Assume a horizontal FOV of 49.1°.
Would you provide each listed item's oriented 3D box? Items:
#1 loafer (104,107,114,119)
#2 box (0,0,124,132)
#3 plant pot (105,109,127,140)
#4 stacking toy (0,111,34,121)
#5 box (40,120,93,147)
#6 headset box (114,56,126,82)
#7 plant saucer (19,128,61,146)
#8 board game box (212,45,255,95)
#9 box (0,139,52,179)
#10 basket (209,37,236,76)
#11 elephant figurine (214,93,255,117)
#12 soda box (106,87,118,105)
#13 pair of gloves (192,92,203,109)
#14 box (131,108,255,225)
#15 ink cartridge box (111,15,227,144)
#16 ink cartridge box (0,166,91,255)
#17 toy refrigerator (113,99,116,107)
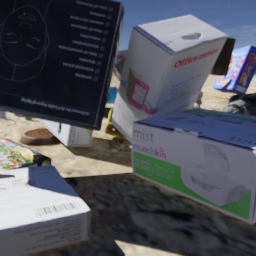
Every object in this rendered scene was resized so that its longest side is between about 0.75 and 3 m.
[{"bbox_3d":[-0.354,-0.609,12.009,0.643,0.647,1.778,-5,16,-35],"label":"loafer"},{"bbox_3d":[-1.694,-1.507,6.401,2.723,2.677,1.688,12,-6,-1],"label":"box"},{"bbox_3d":[-0.350,-0.108,9.385,0.854,0.854,0.753,15,-5,-17],"label":"plant pot"},{"bbox_3d":[-4.718,-0.720,12.800,1.873,0.440,1.412,5,15,16],"label":"stacking toy"},{"bbox_3d":[-1.959,-0.488,8.963,0.772,1.498,2.568,5,13,-35],"label":"box"},{"bbox_3d":[0.492,-1.708,10.777,1.084,2.148,2.890,-38,3,1],"label":"headset box"},{"bbox_3d":[-2.823,0.264,9.284,1.496,0.258,1.496,1,13,0],"label":"plant saucer"},{"bbox_3d":[3.694,-1.933,9.644,0.483,1.450,2.157,21,9,-3],"label":"board game box"},{"bbox_3d":[-3.136,0.824,6.636,2.356,0.444,1.609,13,19,42],"label":"box"},{"bbox_3d":[2.689,-2.094,8.205,0.720,1.059,0.955,9,22,14],"label":"basket"},{"bbox_3d":[3.945,-0.483,9.149,2.673,2.073,1.891,1,55,23],"label":"elephant figurine"},{"bbox_3d":[-1.562,-1.476,13.404,2.207,0.708,0.749,-4,-5,11],"label":"soda box"},{"bbox_3d":[1.998,-1.736,10.622,0.428,2.440,2.074,-24,30,-26],"label":"pair of gloves"},{"bbox_3d":[1.925,0.477,6.079,2.503,1.372,2.837,-14,21,-42],"label":"box"},{"bbox_3d":[0.939,-1.169,7.223,2.139,2.960,1.253,-26,59,-35],"label":"ink cartridge box"},{"bbox_3d":[-2.054,1.275,4.429,2.357,0.513,2.046,-3,13,-29],"label":"ink cartridge box"},{"bbox_3d":[-0.227,-0.966,12.771,0.449,0.414,1.183,12,-9,20],"label":"toy refrigerator"}]
